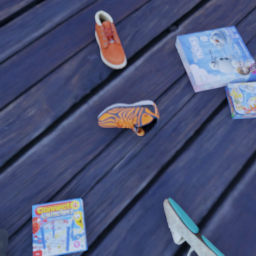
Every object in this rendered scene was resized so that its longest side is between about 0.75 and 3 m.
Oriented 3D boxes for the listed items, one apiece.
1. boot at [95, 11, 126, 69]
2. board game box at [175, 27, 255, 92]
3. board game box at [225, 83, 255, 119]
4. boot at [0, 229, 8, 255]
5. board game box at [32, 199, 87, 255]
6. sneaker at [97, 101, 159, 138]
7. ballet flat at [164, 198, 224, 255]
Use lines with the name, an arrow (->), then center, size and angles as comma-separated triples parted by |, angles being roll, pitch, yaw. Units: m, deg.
boot -> -0.864, -3.939, 12.581 | 1.024, 1.463, 2.729 | -20, 66, -12
board game box -> 3.940, -3.155, 12.610 | 2.849, 0.621, 2.863 | -12, 63, -5
board game box -> 5.346, -1.166, 11.661 | 2.247, 0.387, 1.521 | -4, 65, -1
boot -> -4.511, 4.128, 8.809 | 1.349, 0.715, 2.050 | -2, 76, 21
board game box -> -2.268, 3.299, 9.236 | 1.654, 0.462, 1.619 | -8, 64, -7
sneaker -> 0.003, -0.230, 10.632 | 2.396, 0.929, 1.342 | -15, 45, 5
ballet flat -> 1.953, 3.549, 8.714 | 0.928, 1.004, 2.976 | -47, 63, 5
